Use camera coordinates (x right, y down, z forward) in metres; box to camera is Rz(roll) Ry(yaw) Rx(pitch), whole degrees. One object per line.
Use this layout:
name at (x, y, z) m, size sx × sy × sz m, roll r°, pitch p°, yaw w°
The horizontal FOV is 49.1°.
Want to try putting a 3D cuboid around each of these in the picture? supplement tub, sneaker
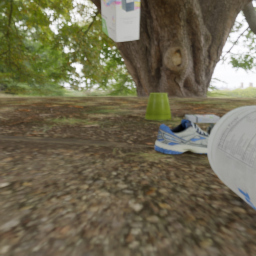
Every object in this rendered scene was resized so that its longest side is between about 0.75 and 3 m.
supplement tub at (2.209, 0.520, 3.851) m, size 1.558 × 1.558 × 2.361 m, roll -1°, pitch 8°, yaw -3°
sneaker at (1.820, 0.230, 7.859) m, size 2.152 × 0.917 × 0.829 m, roll -2°, pitch 9°, yaw -15°

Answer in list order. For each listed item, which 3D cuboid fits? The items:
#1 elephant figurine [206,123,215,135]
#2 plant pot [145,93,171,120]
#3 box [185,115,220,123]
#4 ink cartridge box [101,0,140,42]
elephant figurine at (3.162, 0.187, 9.507) m, size 0.889 × 0.629 × 0.689 m, roll 14°, pitch 35°, yaw -10°
plant pot at (1.677, -1.227, 15.653) m, size 1.501 × 1.445 × 1.501 m, roll -1°, pitch 8°, yaw 0°
box at (3.781, -0.468, 14.438) m, size 1.548 × 0.319 × 1.207 m, roll 1°, pitch 9°, yaw 3°
ink cartridge box at (-0.162, -2.407, 5.067) m, size 0.490 × 1.457 × 0.853 m, roll -12°, pitch 35°, yaw -19°
